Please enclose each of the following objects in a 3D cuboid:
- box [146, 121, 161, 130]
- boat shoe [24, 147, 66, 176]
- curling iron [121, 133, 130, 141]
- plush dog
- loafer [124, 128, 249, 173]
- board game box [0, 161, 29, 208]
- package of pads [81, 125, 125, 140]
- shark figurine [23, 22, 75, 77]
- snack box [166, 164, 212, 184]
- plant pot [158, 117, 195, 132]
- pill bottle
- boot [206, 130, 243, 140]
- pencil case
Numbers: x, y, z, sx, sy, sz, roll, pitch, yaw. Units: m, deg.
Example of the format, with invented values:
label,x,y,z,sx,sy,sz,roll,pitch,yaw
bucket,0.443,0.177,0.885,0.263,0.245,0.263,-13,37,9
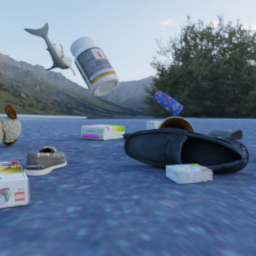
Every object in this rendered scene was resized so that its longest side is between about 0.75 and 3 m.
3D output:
label,x,y,z,sx,sy,sz,roll,pitch,yaw
box,1.600,-0.010,16.987,0.680,0.793,0.789,-5,6,-34
boat shoe,-1.980,0.739,6.895,0.631,0.522,1.756,1,4,10
curling iron,1.105,0.418,13.577,2.877,0.368,0.713,-1,6,-7
plush dog,-4.873,0.089,10.460,1.748,2.035,1.632,-15,46,-40
loafer,1.237,0.497,6.625,2.989,1.015,1.049,5,-4,22
board game box,-2.950,0.934,4.316,2.523,0.437,1.593,-2,5,-27
package of pads,-1.295,0.226,14.250,1.511,0.667,1.955,4,4,31
shark figurine,-2.557,-2.359,9.447,0.931,1.332,2.230,-25,-24,6
snack box,1.249,0.943,5.804,0.755,0.255,0.636,-2,5,-15
plant pot,1.524,0.344,9.503,1.236,1.236,1.326,0,-8,1
pill bottle,-1.363,-2.428,11.010,1.264,2.172,1.264,-28,-14,-7
boot,4.944,0.355,14.346,1.294,0.516,1.423,0,-4,-37
pencil case,1.813,-1.129,12.968,1.470,0.638,0.574,38,61,21
